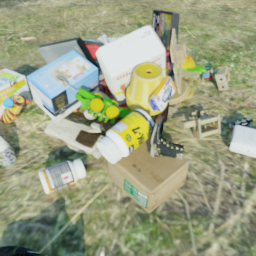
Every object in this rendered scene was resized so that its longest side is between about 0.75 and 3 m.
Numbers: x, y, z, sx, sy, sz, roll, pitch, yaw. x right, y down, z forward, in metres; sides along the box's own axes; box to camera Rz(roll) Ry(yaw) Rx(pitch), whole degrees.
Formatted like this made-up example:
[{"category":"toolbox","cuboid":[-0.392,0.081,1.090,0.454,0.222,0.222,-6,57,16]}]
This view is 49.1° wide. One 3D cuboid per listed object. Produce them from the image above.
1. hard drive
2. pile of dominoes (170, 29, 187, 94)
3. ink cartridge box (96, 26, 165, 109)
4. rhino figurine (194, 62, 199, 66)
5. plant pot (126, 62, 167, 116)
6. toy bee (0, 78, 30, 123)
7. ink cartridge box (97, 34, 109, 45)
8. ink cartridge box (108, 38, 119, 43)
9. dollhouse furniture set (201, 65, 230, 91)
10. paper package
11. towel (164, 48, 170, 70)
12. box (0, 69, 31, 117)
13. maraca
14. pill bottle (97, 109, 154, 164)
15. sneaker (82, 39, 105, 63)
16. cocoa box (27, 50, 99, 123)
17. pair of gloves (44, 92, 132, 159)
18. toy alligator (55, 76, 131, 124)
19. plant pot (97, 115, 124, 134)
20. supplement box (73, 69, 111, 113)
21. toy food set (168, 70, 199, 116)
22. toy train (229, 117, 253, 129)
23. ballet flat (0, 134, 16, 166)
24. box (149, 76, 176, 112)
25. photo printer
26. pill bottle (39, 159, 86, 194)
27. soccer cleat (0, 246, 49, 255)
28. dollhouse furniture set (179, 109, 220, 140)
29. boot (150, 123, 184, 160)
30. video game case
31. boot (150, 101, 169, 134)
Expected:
[{"category":"hard drive","cuboid":[-2.353,-2.713,11.115,2.233,1.558,0.367,2,49,36]},{"category":"pile of dominoes","cuboid":[1.894,-2.506,10.201,0.348,1.703,2.184,-7,36,18]},{"category":"ink cartridge box","cuboid":[0.222,-2.079,10.611,2.151,2.964,1.236,-27,70,-2]},{"category":"rhino figurine","cuboid":[3.160,-3.379,14.740,0.601,0.411,1.374,-13,38,-33]},{"category":"plant pot","cuboid":[0.644,-1.357,9.263,1.438,1.353,1.438,0,49,0]},{"category":"toy bee","cuboid":[-4.356,-0.927,10.901,0.932,1.715,1.122,18,28,2]},{"category":"ink cartridge box","cuboid":[-2.099,-3.990,14.992,2.484,0.461,1.176,-28,40,10]},{"category":"ink cartridge box","cuboid":[-0.202,-4.398,15.617,2.028,0.855,1.480,-3,40,-4]},{"category":"dollhouse furniture set","cuboid":[4.087,-2.278,13.251,1.215,0.852,0.857,-6,34,32]},{"category":"paper package","cuboid":[0.581,1.280,8.628,1.843,1.000,1.933,-31,49,-32]},{"category":"towel","cuboid":[1.554,-2.916,11.648,0.097,0.858,0.621,-22,41,-11]},{"category":"box","cuboid":[-5.465,-1.269,11.520,1.366,1.231,2.429,23,45,27]},{"category":"maraca","cuboid":[2.690,-3.006,13.669,2.183,1.168,1.497,25,39,32]},{"category":"pill bottle","cuboid":[-0.059,0.253,8.215,1.628,0.930,0.930,-39,52,-22]},{"category":"sneaker","cuboid":[-1.873,-3.224,11.823,2.871,1.138,1.371,-7,35,45]},{"category":"cocoa box","cuboid":[-2.247,-1.517,10.002,1.387,1.365,2.079,40,62,20]},{"category":"pair of gloves","cuboid":[-1.364,-0.311,10.404,2.387,0.492,2.807,30,53,7]},{"category":"toy alligator","cuboid":[-1.209,-0.766,9.286,2.816,0.764,0.835,24,18,-14]},{"category":"plant pot","cuboid":[-0.601,-0.335,10.202,0.983,0.983,0.973,-27,84,-29]},{"category":"supplement box","cuboid":[-1.856,-1.721,12.256,2.274,0.974,1.255,-31,47,-33]},{"category":"toy food set","cuboid":[1.919,-1.525,12.446,1.860,0.541,2.695,18,56,31]},{"category":"toy train","cuboid":[4.363,-0.165,10.837,0.906,0.386,0.516,-17,10,-13]},{"category":"ballet flat","cuboid":[-4.674,0.502,9.769,0.796,0.796,2.214,-31,49,-32]},{"category":"box","cuboid":[1.078,-1.023,8.789,0.223,0.639,1.073,20,69,39]},{"category":"photo printer","cuboid":[4.412,0.510,9.950,1.429,0.496,1.189,15,41,16]},{"category":"pill bottle","cuboid":[-2.013,1.454,8.607,1.291,0.751,0.751,-19,43,-21]},{"category":"soccer cleat","cuboid":[-2.159,3.141,6.383,2.399,0.972,0.810,12,41,15]},{"category":"dollhouse furniture set","cuboid":[2.509,-0.085,10.715,1.475,0.820,1.304,-13,17,-15]},{"category":"boot","cuboid":[1.094,0.399,7.757,0.943,1.249,0.451,8,45,9]},{"category":"video game case","cuboid":[1.584,-3.750,12.644,0.359,2.813,2.542,-5,26,-12]},{"category":"boot","cuboid":[0.897,-0.515,10.552,1.112,0.857,2.294,9,30,14]}]
